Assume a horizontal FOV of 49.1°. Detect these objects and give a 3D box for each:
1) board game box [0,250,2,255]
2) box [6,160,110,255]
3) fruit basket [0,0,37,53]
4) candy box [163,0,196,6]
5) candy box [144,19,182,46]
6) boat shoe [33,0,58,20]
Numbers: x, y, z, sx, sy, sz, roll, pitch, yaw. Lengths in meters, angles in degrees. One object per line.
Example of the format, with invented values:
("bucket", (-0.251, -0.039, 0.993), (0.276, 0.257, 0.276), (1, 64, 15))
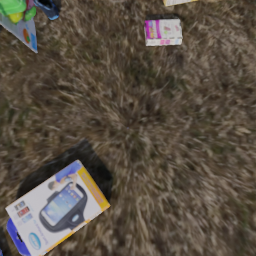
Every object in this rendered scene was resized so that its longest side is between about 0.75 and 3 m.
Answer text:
("board game box", (-2.903, 2.950, 5.757), (0.720, 0.190, 0.942), (-26, 71, -10))
("box", (-1.605, 1.794, 6.100), (2.096, 0.435, 1.248), (-34, 72, -15))
("fruit basket", (-2.030, -2.416, 4.958), (0.839, 1.789, 1.657), (-10, 84, 10))
("candy box", (1.857, -4.417, 8.526), (1.808, 0.510, 1.055), (-12, 68, -6))
("candy box", (0.990, -2.705, 7.949), (0.997, 0.304, 0.680), (-3, 68, -1))
("boat shoe", (-2.479, -3.816, 8.312), (0.556, 0.454, 1.322), (-42, 74, -15))
